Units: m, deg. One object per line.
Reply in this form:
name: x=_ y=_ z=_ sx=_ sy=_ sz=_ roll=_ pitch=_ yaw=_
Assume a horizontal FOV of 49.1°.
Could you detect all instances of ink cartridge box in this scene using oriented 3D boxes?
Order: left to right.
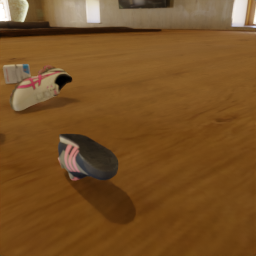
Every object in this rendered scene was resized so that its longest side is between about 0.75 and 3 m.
ink cartridge box: x=-4.600 y=-2.254 z=11.644 sx=0.966 sy=0.707 sz=0.415 roll=-5 pitch=24 yaw=-12

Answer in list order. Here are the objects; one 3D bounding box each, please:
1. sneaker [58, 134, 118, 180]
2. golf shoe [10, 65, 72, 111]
sneaker: x=-0.707 y=0.619 z=4.682 sx=0.616 sy=0.720 sz=1.756 roll=3 pitch=12 yaw=-30
golf shoe: x=-2.702 y=-1.243 z=8.771 sx=0.999 sy=0.787 sz=2.169 roll=21 pitch=50 yaw=23
